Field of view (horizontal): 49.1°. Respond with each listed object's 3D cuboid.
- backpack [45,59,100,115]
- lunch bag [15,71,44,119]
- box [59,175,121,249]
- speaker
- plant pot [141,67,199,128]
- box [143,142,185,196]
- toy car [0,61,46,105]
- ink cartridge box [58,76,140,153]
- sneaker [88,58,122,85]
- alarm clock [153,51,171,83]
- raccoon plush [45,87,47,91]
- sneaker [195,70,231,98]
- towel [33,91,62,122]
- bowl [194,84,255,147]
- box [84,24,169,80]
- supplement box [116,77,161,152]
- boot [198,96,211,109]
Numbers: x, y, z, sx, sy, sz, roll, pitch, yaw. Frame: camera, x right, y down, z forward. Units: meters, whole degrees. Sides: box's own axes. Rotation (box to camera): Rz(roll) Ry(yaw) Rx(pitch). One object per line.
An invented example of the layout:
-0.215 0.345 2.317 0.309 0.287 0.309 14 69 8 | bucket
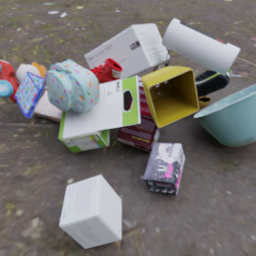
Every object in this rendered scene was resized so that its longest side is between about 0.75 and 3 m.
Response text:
-1.763 -1.237 8.922 1.678 1.475 1.286 25 40 22 | backpack
-3.289 -1.087 9.500 0.686 1.099 1.459 21 21 -33 | lunch bag
-0.906 2.171 7.234 1.084 1.259 1.265 -20 37 15 | box
2.657 -2.964 10.353 2.686 1.091 1.091 29 45 11 | speaker
1.185 -1.131 8.840 1.467 1.468 1.294 -24 33 -8 | plant pot
1.163 1.244 8.746 0.940 0.816 1.423 2 51 25 | box
-4.272 -2.065 11.067 1.997 1.841 1.766 -28 90 -11 | toy car
-0.837 -0.447 9.705 2.787 1.056 2.060 -11 56 14 | ink cartridge box
-1.221 -2.092 10.228 2.139 1.236 0.838 -6 57 -24 | sneaker
1.384 -1.879 11.489 0.895 2.690 1.814 8 37 -4 | alarm clock
-2.352 -1.224 10.950 1.043 1.557 0.753 -38 46 -10 | raccoon plush
3.127 -1.841 11.626 2.305 0.826 0.954 -14 40 30 | sneaker
-2.497 -1.238 12.104 2.398 0.405 2.511 13 56 14 | towel
4.045 -0.376 9.963 2.990 1.564 2.990 -27 2 1 | bowl
0.026 -3.031 11.984 2.567 1.687 2.581 -22 9 32 | box
0.637 -0.483 10.191 1.340 0.749 2.461 17 77 18 | supplement box
2.632 -0.948 11.373 1.322 0.946 0.465 -12 74 -7 | boot
